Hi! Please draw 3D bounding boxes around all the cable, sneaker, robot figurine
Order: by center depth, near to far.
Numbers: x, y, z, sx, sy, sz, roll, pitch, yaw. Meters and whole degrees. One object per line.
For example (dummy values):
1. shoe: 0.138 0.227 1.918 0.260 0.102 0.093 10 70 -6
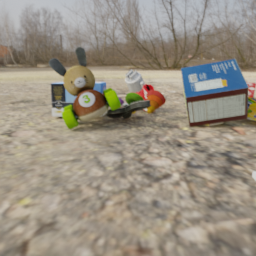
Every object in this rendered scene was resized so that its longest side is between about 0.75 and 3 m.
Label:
1. cable: -0.063 -0.838 10.869 1.330 0.689 2.738 1 -10 -15
2. sneaker: 0.736 -1.654 13.492 0.807 1.190 2.060 -11 31 -33
3. robot figurine: 0.473 -2.699 17.345 1.043 1.847 1.566 -45 44 -17

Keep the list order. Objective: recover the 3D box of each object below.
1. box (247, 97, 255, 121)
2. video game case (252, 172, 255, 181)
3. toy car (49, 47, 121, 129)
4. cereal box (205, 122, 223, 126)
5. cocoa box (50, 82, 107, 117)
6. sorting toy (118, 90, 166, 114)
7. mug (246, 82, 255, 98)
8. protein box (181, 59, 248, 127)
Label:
1. box: 5.340 -0.595 10.626 0.875 0.803 2.499 16 3 -30
2. video game case: 3.421 1.219 5.463 1.404 0.177 1.541 0 15 2
3. toy car: -1.733 -1.572 10.253 2.058 2.506 1.977 -24 16 -4
4. cereal box: 3.253 -0.250 11.076 0.850 0.168 0.612 -10 17 -30
5. cocoa box: -2.098 -1.284 12.274 2.190 1.437 1.460 0 11 4
6. sorting toy: 0.283 -0.897 11.739 2.574 0.892 0.886 -2 47 37
7. mug: 4.692 -1.403 13.570 2.517 2.234 1.679 11 -25 22
8. protein box: 3.221 -1.356 10.677 2.104 1.419 2.088 -8 40 11
